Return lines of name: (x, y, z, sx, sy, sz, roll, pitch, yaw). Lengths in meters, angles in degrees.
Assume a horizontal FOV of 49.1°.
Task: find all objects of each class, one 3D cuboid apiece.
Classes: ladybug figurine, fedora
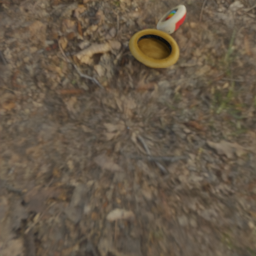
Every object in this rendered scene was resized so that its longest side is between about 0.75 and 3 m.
ladybug figurine: (1.663, -3.991, 10.420, 0.990, 0.525, 1.458, 9, 55, 53)
fedora: (0.882, -2.688, 10.007, 1.807, 0.737, 1.807, 4, 65, -8)
